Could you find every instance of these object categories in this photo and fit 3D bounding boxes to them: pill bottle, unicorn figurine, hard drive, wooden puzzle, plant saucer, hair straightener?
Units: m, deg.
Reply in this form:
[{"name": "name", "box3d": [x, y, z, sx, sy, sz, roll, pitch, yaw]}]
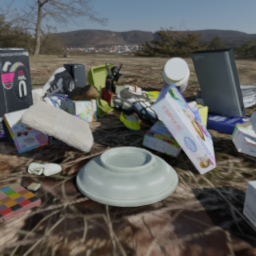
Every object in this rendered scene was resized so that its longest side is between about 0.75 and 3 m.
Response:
[{"name": "pill bottle", "box3d": [2.100, -0.261, 9.294, 0.620, 1.106, 0.620, -18, 3, 1]}, {"name": "unicorn figurine", "box3d": [-4.139, -1.338, 12.089, 1.296, 0.697, 1.887, -2, 34, 15]}, {"name": "hard drive", "box3d": [3.358, -1.689, 10.483, 0.413, 2.511, 1.753, -32, 25, -21]}, {"name": "wooden puzzle", "box3d": [-2.507, 1.533, 5.730, 0.993, 0.118, 1.675, 15, 23, 39]}, {"name": "plant saucer", "box3d": [-1.150, -1.712, 12.382, 0.499, 2.083, 2.080, -1, 17, 23]}, {"name": "hair straightener", "box3d": [-0.667, -1.943, 11.084, 0.568, 1.069, 2.778, 29, -17, 7]}, {"name": "pill bottle", "box3d": [2.676, -2.904, 15.812, 1.455, 1.455, 2.557, 3, -7, 9]}, {"name": "plant saucer", "box3d": [-0.028, 0.966, 6.704, 2.425, 0.609, 2.425, 0, 18, 0]}]

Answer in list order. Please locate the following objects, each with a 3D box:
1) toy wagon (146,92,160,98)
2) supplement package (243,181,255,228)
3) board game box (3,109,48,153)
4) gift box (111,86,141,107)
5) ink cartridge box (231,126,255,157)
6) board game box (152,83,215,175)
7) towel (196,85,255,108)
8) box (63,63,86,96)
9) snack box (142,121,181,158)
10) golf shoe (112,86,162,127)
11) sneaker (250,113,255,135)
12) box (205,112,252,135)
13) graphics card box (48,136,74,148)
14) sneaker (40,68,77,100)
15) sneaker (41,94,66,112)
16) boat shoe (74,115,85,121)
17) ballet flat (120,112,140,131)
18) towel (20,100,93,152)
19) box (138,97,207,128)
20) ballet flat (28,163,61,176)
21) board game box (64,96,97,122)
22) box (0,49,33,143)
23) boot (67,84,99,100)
[{"name": "toy wagon", "box3d": [1.604, -1.321, 13.887, 2.000, 0.510, 2.578, -7, 19, -19]}, {"name": "supplement package", "box3d": [2.818, 1.509, 4.813, 1.016, 0.723, 1.305, -3, 19, -7]}, {"name": "board game box", "box3d": [-3.102, 0.057, 8.549, 0.937, 1.224, 0.247, -20, -13, -38]}, {"name": "gift box", "box3d": [-0.112, -1.339, 12.704, 1.111, 1.098, 1.190, 4, 5, 40]}, {"name": "ink cartridge box", "box3d": [3.601, 0.457, 8.185, 0.833, 0.479, 1.423, 18, 19, 5]}, {"name": "board game box", "box3d": [1.585, -0.105, 7.747, 0.442, 2.149, 2.144, -35, 8, 22]}, {"name": "towel", "box3d": [4.919, -1.662, 14.059, 2.467, 1.056, 2.043, -11, 20, -31]}, {"name": "box", "box3d": [-2.974, -2.617, 15.674, 0.737, 1.868, 1.318, -12, 22, -33]}, {"name": "snack box", "box3d": [1.187, 0.301, 8.641, 1.076, 0.401, 1.513, 21, 23, 15]}, {"name": "golf shoe", "box3d": [0.649, -0.770, 10.227, 2.384, 1.127, 0.927, 27, -16, 6]}, {"name": "sneaker", "box3d": [3.927, 0.183, 7.484, 0.738, 0.526, 1.489, 3, 43, -40]}, {"name": "box", "box3d": [3.519, -0.254, 10.845, 2.398, 0.389, 1.453, 15, 23, 42]}, {"name": "graphics card box", "box3d": [-1.722, 0.414, 8.338, 1.161, 0.295, 0.729, 4, -2, 0]}, {"name": "sneaker", "box3d": [-3.502, -1.895, 14.103, 1.207, 2.120, 0.800, 35, 2, 4]}, {"name": "sneaker", "box3d": [-2.962, -1.060, 12.517, 1.533, 0.843, 2.093, -13, 16, -22]}, {"name": "boat shoe", "box3d": [-2.194, -0.273, 10.544, 1.414, 0.595, 0.485, 9, 23, 19]}, {"name": "ballet flat", "box3d": [0.042, -0.337, 10.826, 0.519, 0.521, 1.554, -1, 17, -20]}, {"name": "towel", "box3d": [-1.791, -0.104, 7.236, 1.679, 0.437, 2.533, 25, 6, -14]}, {"name": "box", "box3d": [1.594, -0.504, 10.628, 2.695, 1.014, 0.675, 14, 21, 40]}, {"name": "ballet flat", "box3d": [-2.104, 1.064, 6.997, 0.899, 0.312, 0.312, 2, 18, 19]}, {"name": "board game box", "box3d": [-2.041, -0.846, 11.823, 0.856, 0.871, 1.662, -11, 20, -26]}, {"name": "box", "box3d": [-4.290, -1.131, 9.353, 1.541, 2.905, 1.776, 3, 17, 9]}, {"name": "boot", "box3d": [-1.806, -1.286, 11.134, 1.652, 0.608, 0.623, 0, -30, 45]}]
